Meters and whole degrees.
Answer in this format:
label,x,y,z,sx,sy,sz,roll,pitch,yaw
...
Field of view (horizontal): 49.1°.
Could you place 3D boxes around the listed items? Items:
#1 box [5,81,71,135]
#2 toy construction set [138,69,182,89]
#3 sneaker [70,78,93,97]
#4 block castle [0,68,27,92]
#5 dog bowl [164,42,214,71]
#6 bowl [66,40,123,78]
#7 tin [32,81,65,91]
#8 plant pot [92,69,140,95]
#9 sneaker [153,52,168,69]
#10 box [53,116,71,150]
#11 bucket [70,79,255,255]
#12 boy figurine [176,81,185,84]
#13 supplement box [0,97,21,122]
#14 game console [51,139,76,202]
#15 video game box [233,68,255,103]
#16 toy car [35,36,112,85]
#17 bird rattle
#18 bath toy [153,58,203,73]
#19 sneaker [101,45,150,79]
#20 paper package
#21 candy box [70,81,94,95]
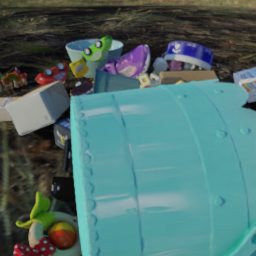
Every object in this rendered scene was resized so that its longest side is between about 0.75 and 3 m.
label,x,y,z,sx,sy,sz,roll,pitch,yaw
box,-2.466,-0.658,8.079,1.063,0.870,2.239,-20,16,5
toy construction set,0.948,-1.387,9.811,1.931,1.357,2.945,16,21,26
sneaker,-1.057,-1.412,9.381,1.975,0.747,1.141,-20,48,-6
block castle,-4.926,-2.015,11.532,0.876,0.615,1.311,26,38,38
dog bowl,2.181,-2.503,10.101,1.689,0.665,1.689,15,3,-1
bowl,-1.503,-3.138,12.833,2.556,1.337,2.556,1,28,0
tin,-3.012,-1.503,10.717,0.810,0.303,1.446,14,40,28
plant pot,-0.322,-0.928,7.507,1.184,1.209,1.209,4,28,-4
sneaker,1.785,-3.383,13.908,0.702,0.741,1.803,17,34,28
box,-0.190,0.248,7.246,2.272,0.735,2.881,-24,37,-39
bucket,0.296,0.802,3.715,1.927,2.962,2.962,-5,29,-13
boy figurine,1.083,-0.560,7.037,1.369,0.709,2.202,16,35,5
supplement box,-3.676,-0.628,9.095,1.366,0.502,0.861,-3,28,-5
game console,-1.152,0.857,5.782,0.756,1.282,0.155,3,-12,7
video game box,5.320,-1.830,10.720,2.029,0.521,2.228,-16,25,14
toy car,-1.541,-2.284,9.728,2.611,0.619,2.774,-25,10,28
bird rattle,-1.231,1.752,4.507,1.179,0.815,1.446,14,20,-24
bath toy,1.753,-2.264,10.020,1.781,0.775,0.658,-3,38,-7
sneaker,-0.184,-2.172,9.894,1.060,0.964,2.398,11,-21,-32
paper package,1.968,-0.976,8.931,1.852,0.958,1.766,-2,44,-3
candy box,-1.296,-1.321,10.356,1.450,0.409,0.846,-28,43,-36
